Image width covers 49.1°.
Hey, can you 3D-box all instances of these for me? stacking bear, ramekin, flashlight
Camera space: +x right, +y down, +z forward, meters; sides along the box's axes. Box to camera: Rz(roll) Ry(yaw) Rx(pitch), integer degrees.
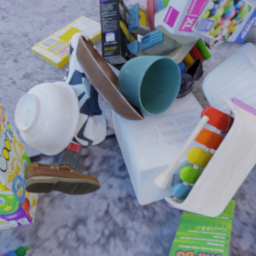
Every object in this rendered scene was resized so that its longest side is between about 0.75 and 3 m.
[{"bbox_3d":[1.841,-3.528,7.573,1.767,1.655,2.910,-41,21,-15],"label":"stacking bear"},{"bbox_3d":[3.267,-0.572,7.513,1.570,2.992,2.992,-32,49,22],"label":"ramekin"},{"bbox_3d":[-1.543,0.281,8.124,0.730,0.732,2.155,25,46,-17],"label":"flashlight"}]

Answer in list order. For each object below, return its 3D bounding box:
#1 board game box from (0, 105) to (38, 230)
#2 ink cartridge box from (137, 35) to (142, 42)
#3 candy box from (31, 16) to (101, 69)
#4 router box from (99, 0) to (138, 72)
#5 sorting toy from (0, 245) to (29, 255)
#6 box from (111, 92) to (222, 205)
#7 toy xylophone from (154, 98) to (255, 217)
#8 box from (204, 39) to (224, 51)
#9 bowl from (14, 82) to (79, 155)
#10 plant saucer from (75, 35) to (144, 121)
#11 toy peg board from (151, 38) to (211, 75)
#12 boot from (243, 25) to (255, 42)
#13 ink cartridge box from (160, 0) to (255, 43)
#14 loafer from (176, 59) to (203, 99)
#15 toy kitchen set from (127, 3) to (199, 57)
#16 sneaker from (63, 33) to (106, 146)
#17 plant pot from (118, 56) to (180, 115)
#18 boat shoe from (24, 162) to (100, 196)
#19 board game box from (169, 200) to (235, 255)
[{"bbox_3d":[-3.082,0.899,6.103,1.361,2.642,1.385,-11,39,1],"label":"board game box"},{"bbox_3d":[0.067,-3.209,11.061,0.832,0.483,1.153,25,56,18],"label":"ink cartridge box"},{"bbox_3d":[-2.292,-3.560,11.395,1.510,0.390,2.954,33,59,20],"label":"candy box"},{"bbox_3d":[-0.213,-2.897,9.142,0.620,2.375,1.868,-4,86,16],"label":"router box"},{"bbox_3d":[-1.563,3.477,5.595,2.865,0.994,0.987,42,39,17],"label":"sorting toy"},{"bbox_3d":[0.911,0.221,7.531,2.187,1.527,2.872,-12,46,-9],"label":"box"},{"bbox_3d":[1.716,0.670,5.857,2.076,2.835,0.712,30,12,-26],"label":"toy xylophone"},{"bbox_3d":[2.966,-3.300,9.653,0.678,1.163,0.350,-34,61,6],"label":"box"},{"bbox_3d":[-2.122,-0.304,6.770,0.848,1.887,1.887,14,33,-50],"label":"bowl"},{"bbox_3d":[-0.460,-1.032,6.400,0.403,2.343,2.343,-37,56,8],"label":"plant saucer"},{"bbox_3d":[1.457,-2.068,8.950,2.156,1.054,2.147,-11,34,51],"label":"toy peg board"},{"bbox_3d":[4.400,-4.221,11.728,1.923,0.698,1.749,-7,66,3],"label":"boot"},{"bbox_3d":[2.210,-2.777,6.087,2.835,1.692,0.595,-8,48,-34],"label":"ink cartridge box"},{"bbox_3d":[1.587,-1.366,7.575,0.543,0.476,1.512,23,51,28],"label":"loafer"},{"bbox_3d":[0.742,-3.107,7.921,1.242,2.108,1.689,13,72,-43],"label":"toy kitchen set"},{"bbox_3d":[-1.720,-0.961,7.628,1.914,2.941,1.174,-5,10,20],"label":"sneaker"},{"bbox_3d":[0.408,-1.124,6.858,1.376,1.376,1.104,-37,40,-25],"label":"plant pot"},{"bbox_3d":[-1.298,1.007,5.774,1.646,0.592,0.559,17,40,-40],"label":"boat shoe"},{"bbox_3d":[1.683,2.432,6.313,1.130,0.355,2.366,12,35,20],"label":"board game box"}]
